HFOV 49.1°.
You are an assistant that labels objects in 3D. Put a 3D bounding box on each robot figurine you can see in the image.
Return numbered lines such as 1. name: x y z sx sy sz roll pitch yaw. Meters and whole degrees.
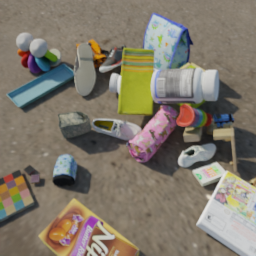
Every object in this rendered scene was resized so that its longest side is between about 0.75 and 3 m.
1. robot figurine: -1.641 -3.425 13.017 1.323 0.531 1.824 -24 54 -17

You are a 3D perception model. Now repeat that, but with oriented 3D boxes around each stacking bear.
1. stacking bear: 2.398 -0.330 9.650 1.240 0.753 0.705 6 13 -37

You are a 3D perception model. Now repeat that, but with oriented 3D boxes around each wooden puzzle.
1. wooden puzzle: -3.821 2.154 8.803 2.312 0.162 1.371 -26 56 -19

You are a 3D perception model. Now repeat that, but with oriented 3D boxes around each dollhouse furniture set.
1. dollhouse furniture set: 2.892 0.597 9.820 1.609 1.311 1.530 -5 21 21

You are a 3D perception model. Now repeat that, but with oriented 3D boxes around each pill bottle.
1. pill bottle: 1.950 -1.429 9.594 2.108 1.199 1.199 3 49 25
2. pill bottle: 0.205 -1.679 11.315 1.799 1.009 1.009 11 52 8

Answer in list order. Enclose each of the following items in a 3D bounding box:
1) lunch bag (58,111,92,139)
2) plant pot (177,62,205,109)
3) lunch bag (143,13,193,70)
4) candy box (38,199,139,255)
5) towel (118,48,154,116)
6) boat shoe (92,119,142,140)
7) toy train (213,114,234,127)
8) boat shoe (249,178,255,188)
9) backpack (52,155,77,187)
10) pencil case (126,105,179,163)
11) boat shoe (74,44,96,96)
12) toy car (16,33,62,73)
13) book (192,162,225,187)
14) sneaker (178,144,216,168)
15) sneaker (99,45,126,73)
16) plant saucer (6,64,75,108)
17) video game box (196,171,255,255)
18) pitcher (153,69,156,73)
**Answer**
1. lunch bag: -1.875 -0.136 10.019 1.099 0.901 0.646 -9 62 -6
2. plant pot: 2.467 -1.720 11.185 1.397 1.274 1.404 -36 59 -25
3. lunch bag: 1.643 -3.501 11.874 1.414 2.220 1.887 -31 52 -24
4. candy box: -1.055 3.218 7.635 2.405 0.679 1.403 31 57 20
5. towel: 0.332 -1.829 10.667 1.283 0.269 2.982 1 64 5
6. boat shoe: -0.415 -0.021 9.987 1.833 0.781 0.677 14 82 5
7. toy train: 3.511 -0.298 10.318 0.779 0.445 0.338 -5 32 13
8. boat shoe: 4.078 1.791 8.985 0.333 0.341 0.902 21 53 18
9. backpack: -2.045 1.342 9.179 0.781 0.736 0.958 -6 36 18
10. pencil case: 0.921 0.162 9.896 0.987 0.945 2.282 30 58 23
11. boat shoe: -1.891 -2.391 11.996 0.863 0.745 2.377 3 73 -18
12. toy car: -4.040 -3.146 12.348 1.899 1.662 1.424 27 91 19
13. book: 2.694 1.526 9.265 0.932 0.224 0.622 -17 42 -13
14. sneaker: 2.414 0.862 9.568 1.496 0.600 0.526 -21 53 -18
15. sneaker: -0.678 -3.105 12.418 0.769 0.817 1.995 -14 21 46
16. plant saucer: -3.609 -1.790 11.897 2.869 0.272 1.003 -36 59 -26
17. video game box: 3.330 2.580 8.046 2.110 0.494 1.922 33 63 15
18. pitcher: 1.263 -2.059 11.933 0.937 0.662 1.092 -14 57 -41
